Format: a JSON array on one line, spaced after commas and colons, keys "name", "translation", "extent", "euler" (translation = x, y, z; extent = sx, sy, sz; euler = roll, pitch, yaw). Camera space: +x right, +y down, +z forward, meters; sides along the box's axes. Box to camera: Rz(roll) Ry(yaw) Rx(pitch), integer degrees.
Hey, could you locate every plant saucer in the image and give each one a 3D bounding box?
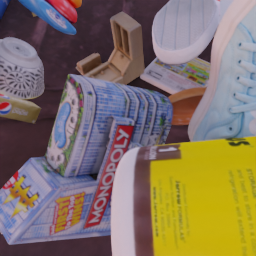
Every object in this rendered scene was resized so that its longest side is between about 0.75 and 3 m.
[{"name": "plant saucer", "translation": [1.153, -0.394, 5.073], "extent": [1.260, 1.260, 0.236], "euler": [-6, 69, -4]}]

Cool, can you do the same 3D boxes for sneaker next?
[{"name": "sneaker", "translation": [0.981, -1.582, 4.336], "extent": [0.884, 0.857, 2.421], "euler": [5, 47, 21]}, {"name": "sneaker", "translation": [1.574, -0.344, 3.519], "extent": [1.048, 2.835, 1.161], "euler": [-6, 47, -8]}]

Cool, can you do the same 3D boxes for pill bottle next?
[{"name": "pill bottle", "translation": [1.339, 0.801, 2.423], "extent": [2.768, 1.512, 1.512], "euler": [-6, 55, 10]}]

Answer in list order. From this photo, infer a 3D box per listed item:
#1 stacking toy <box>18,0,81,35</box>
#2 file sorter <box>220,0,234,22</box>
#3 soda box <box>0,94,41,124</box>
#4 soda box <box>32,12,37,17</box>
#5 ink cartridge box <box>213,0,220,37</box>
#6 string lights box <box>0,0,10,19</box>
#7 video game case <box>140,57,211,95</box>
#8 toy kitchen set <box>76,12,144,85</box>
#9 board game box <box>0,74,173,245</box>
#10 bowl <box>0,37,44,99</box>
[{"name": "stacking toy", "translation": [-1.101, -3.149, 5.520], "extent": [1.258, 1.330, 2.292], "euler": [40, 95, 34]}, {"name": "file sorter", "translation": [3.124, -1.577, 4.785], "extent": [2.889, 1.799, 2.005], "euler": [-1, 73, 21]}, {"name": "soda box", "translation": [-1.870, -0.330, 4.396], "extent": [0.312, 0.921, 0.295], "euler": [30, 99, 38]}, {"name": "soda box", "translation": [-3.409, -4.822, 10.209], "extent": [0.577, 0.545, 1.704], "euler": [-19, 58, -12]}, {"name": "ink cartridge box", "translation": [3.424, -4.110, 9.699], "extent": [2.106, 0.739, 2.591], "euler": [39, 68, 24]}, {"name": "string lights box", "translation": [-5.174, -4.387, 9.699], "extent": [1.535, 0.881, 2.987], "euler": [2, 56, 2]}, {"name": "video game case", "translation": [1.521, -1.618, 8.238], "extent": [1.765, 0.202, 1.606], "euler": [30, 61, 20]}, {"name": "toy kitchen set", "translation": [-0.817, -1.981, 7.529], "extent": [1.910, 1.723, 1.558], "euler": [-35, 61, -16]}, {"name": "board game box", "translation": [-0.460, 0.546, 3.662], "extent": [2.246, 2.247, 0.693], "euler": [1, 25, -47]}, {"name": "bowl", "translation": [-2.359, -1.373, 5.807], "extent": [1.552, 0.728, 1.552], "euler": [26, 32, -18]}]
